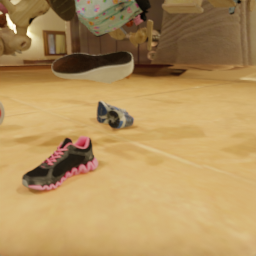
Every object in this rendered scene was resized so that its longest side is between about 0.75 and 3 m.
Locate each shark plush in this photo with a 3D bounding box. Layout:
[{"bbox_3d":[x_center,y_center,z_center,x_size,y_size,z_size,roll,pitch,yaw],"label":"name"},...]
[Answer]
[{"bbox_3d":[2.557,-3.648,6.955,0.692,1.662,0.755,1,11,3],"label":"shark plush"}]

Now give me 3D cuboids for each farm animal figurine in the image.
[{"bbox_3d":[-2.946,-1.984,6.161,2.728,1.422,2.698,3,56,43],"label":"farm animal figurine"}]

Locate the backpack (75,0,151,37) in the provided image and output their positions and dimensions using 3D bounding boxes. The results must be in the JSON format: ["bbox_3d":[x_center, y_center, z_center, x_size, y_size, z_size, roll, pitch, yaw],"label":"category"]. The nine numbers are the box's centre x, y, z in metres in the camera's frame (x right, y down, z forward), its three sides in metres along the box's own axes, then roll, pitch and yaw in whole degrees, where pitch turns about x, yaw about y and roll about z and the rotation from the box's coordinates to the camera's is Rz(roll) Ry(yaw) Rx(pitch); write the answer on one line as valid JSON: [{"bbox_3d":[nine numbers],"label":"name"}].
[{"bbox_3d":[-0.410,-2.783,6.208,1.515,1.264,0.959,-27,-23,12],"label":"backpack"}]

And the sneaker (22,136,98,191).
[{"bbox_3d":[-1.310,0.610,5.458,0.676,0.816,1.710,14,22,35],"label":"sneaker"}]

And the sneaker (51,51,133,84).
[{"bbox_3d":[-0.844,-1.342,6.877,1.954,0.711,0.827,-2,-29,1],"label":"sneaker"}]

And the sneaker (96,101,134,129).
[{"bbox_3d":[-0.466,-0.398,9.467,0.805,0.728,1.889,2,20,-33],"label":"sneaker"}]

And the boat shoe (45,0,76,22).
[{"bbox_3d":[-1.192,-2.160,4.277,0.404,1.124,0.382,-43,53,-8],"label":"boat shoe"}]

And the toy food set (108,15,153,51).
[{"bbox_3d":[0.000,-4.244,11.305,2.741,1.743,0.432,34,58,26],"label":"toy food set"}]

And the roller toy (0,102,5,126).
[{"bbox_3d":[-4.484,-0.453,8.373,0.955,1.247,1.366,15,56,41],"label":"roller toy"}]

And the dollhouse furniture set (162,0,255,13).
[{"bbox_3d":[1.465,-2.461,5.236,1.361,1.032,1.553,20,9,41],"label":"dollhouse furniture set"}]
